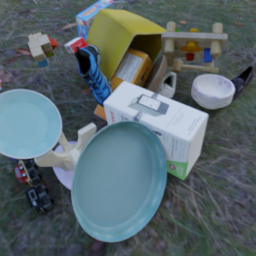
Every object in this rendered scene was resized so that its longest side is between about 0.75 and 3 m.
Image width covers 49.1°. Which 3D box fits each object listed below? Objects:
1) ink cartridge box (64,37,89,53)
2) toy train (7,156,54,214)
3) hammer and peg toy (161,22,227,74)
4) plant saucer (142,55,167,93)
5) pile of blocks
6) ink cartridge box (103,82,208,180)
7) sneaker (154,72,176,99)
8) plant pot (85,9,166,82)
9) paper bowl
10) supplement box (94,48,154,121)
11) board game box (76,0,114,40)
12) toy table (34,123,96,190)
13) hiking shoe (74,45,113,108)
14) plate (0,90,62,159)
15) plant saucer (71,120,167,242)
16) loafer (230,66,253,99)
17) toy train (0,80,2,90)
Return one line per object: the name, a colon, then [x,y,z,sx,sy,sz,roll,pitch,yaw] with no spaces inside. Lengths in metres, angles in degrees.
ink cartridge box: [-1.848,-2.948,9.991,0.552,0.319,0.950,-41,29,-17]
toy train: [-3.085,1.373,8.533,0.667,0.497,2.914,-32,55,-11]
hammer and peg toy: [2.347,-2.822,10.218,2.167,2.947,1.039,5,87,10]
plant saucer: [0.819,-1.604,9.560,0.272,1.847,1.847,28,49,-10]
pile of blocks: [-2.943,-2.785,10.114,0.893,1.180,2.875,-23,28,-8]
ink cartridge box: [0.779,0.066,8.537,2.800,2.037,1.176,25,58,24]
sneaker: [1.047,-1.032,9.852,0.819,1.089,2.186,23,84,-15]
plant pot: [-0.244,-3.074,10.180,1.974,2.239,2.238,48,39,16]
paper bowl: [3.185,-1.311,10.678,1.538,0.800,1.538,-1,44,1]
supplement box: [-0.128,-1.394,9.816,0.893,0.864,2.596,31,93,22]
board game box: [-1.210,-3.883,10.895,0.471,1.649,1.684,31,58,19]
toy table: [-1.641,0.809,8.282,2.100,1.230,1.930,29,58,34]
hiking shoe: [-1.166,-1.576,8.980,0.772,2.076,0.900,-14,12,33]
plate: [-2.838,-0.103,7.617,2.016,0.258,2.016,10,66,-22]
plant saucer: [-0.176,1.296,7.030,2.984,2.984,0.409,-41,27,-31]
loafer: [4.496,-1.894,11.365,0.696,0.610,1.937,34,56,27]
toy train: [-5.607,-1.797,11.521,0.915,0.255,0.688,6,48,4]
